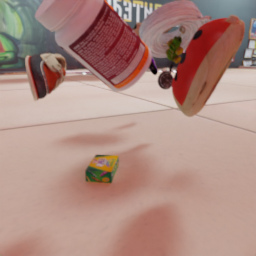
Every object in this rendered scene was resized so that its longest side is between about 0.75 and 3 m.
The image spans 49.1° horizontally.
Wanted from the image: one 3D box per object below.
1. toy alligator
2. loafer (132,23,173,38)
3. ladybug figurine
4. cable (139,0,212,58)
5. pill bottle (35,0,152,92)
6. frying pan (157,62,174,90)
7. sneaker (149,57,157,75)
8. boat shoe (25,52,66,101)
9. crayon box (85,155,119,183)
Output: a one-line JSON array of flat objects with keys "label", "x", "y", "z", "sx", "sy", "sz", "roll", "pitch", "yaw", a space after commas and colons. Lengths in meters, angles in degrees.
[{"label": "toy alligator", "x": 1.430, "y": -2.525, "z": 8.724, "sx": 0.378, "sy": 1.573, "sz": 0.521, "roll": -34, "pitch": 68, "yaw": -16}, {"label": "loafer", "x": 0.642, "y": -3.832, "z": 11.274, "sx": 2.720, "sy": 0.929, "sz": 1.029, "roll": -30, "pitch": 5, "yaw": -15}, {"label": "ladybug figurine", "x": 1.467, "y": -1.193, "z": 5.490, "sx": 0.797, "sy": 2.214, "sz": 1.503, "roll": 33, "pitch": 45, "yaw": 14}, {"label": "cable", "x": 1.367, "y": -3.087, "z": 8.905, "sx": 2.072, "sy": 0.717, "sz": 2.072, "roll": -1, "pitch": -24, "yaw": -28}, {"label": "pill bottle", "x": -0.575, "y": -1.650, "z": 5.067, "sx": 1.971, "sy": 1.126, "sz": 1.126, "roll": 38, "pitch": -9, "yaw": -35}, {"label": "frying pan", "x": 1.424, "y": -1.744, "z": 9.511, "sx": 1.022, "sy": 0.618, "sz": 0.166, "roll": -46, "pitch": 21, "yaw": -9}, {"label": "sneaker", "x": 1.011, "y": -2.624, "z": 11.849, "sx": 0.325, "sy": 0.936, "sz": 0.466, "roll": -24, "pitch": 30, "yaw": 17}, {"label": "boat shoe", "x": -1.748, "y": -1.212, "z": 6.150, "sx": 0.754, "sy": 0.858, "sz": 2.411, "roll": -6, "pitch": 22, "yaw": -10}, {"label": "crayon box", "x": -0.569, "y": 0.915, "z": 6.375, "sx": 0.575, "sy": 0.282, "sz": 0.968, "roll": 2, "pitch": 16, "yaw": 7}]
